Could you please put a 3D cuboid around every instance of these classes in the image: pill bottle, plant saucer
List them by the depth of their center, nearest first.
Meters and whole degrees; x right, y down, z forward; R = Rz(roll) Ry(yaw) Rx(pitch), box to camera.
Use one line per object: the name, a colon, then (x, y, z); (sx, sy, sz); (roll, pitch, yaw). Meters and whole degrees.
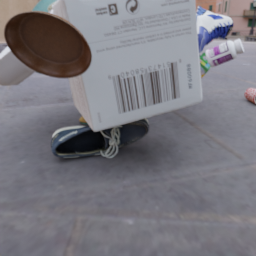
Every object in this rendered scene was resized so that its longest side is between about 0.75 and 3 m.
plant saucer: (-1.274, -1.372, 4.611); (1.421, 1.421, 0.260); (3, 59, 9)
pill bottle: (2.664, -2.071, 7.719); (0.926, 0.520, 0.520); (-18, 11, 30)
plant saucer: (-2.557, -3.230, 10.124); (0.516, 2.870, 2.870); (24, 29, 17)

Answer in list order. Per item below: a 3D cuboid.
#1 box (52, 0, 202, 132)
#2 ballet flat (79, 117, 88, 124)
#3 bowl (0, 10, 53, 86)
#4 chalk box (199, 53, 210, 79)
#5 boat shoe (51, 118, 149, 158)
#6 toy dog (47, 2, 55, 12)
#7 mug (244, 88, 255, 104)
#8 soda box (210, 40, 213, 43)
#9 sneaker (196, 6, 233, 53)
box: (-0.083, -1.870, 6.968); (2.863, 2.877, 2.464); (-16, 22, -15)
ballet flat: (-0.821, -0.476, 10.188); (1.956, 0.616, 0.671); (1, 22, 3)
bowl: (-2.755, -2.167, 7.854); (2.282, 0.852, 2.279); (-30, 32, 22)
chalk box: (2.468, -2.134, 9.974); (0.696, 1.119, 0.693); (38, 39, 2)
boat shoe: (-0.708, 0.259, 7.758); (2.823, 1.057, 0.873); (-6, 21, -12)
toy dog: (-0.958, -2.873, 9.069); (2.499, 2.577, 1.798); (-18, 0, 19)
mug: (5.778, -1.337, 12.577); (0.678, 0.902, 1.016); (-37, 18, 5)
soda box: (1.977, -3.296, 11.918); (1.044, 0.945, 2.981); (-13, -11, -46)
sneaker: (2.743, -3.229, 9.116); (1.303, 0.911, 2.256); (14, 46, 8)
